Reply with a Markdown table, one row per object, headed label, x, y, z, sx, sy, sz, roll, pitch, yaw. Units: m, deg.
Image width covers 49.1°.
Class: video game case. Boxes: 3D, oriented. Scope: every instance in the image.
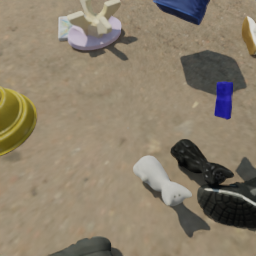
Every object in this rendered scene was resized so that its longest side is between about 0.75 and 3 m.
| label | x | y | z | sx | sy | sz | roll | pitch | yaw |
| --- | --- | --- | --- | --- | --- | --- | --- | --- | --- |
| video game case | -2.177 | -4.180 | 11.614 | 1.379 | 0.166 | 1.513 | -7 | 54 | -5 |

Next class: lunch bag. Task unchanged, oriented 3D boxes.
| label | x | y | z | sx | sy | sz | roll | pitch | yaw |
| --- | --- | --- | --- | --- | --- | --- | --- | --- | --- |
| lunch bag | 1.764 | -4.136 | 8.356 | 1.528 | 1.488 | 2.249 | 25 | 18 | 7 |

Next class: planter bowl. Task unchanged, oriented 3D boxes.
| label | x | y | z | sx | sy | sz | roll | pitch | yaw |
| --- | --- | --- | --- | --- | --- | --- | --- | --- | --- |
| planter bowl | -4.196 | -0.491 | 8.281 | 2.666 | 1.110 | 2.666 | 0 | 54 | 0 |

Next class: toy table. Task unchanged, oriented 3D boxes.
| label | x | y | z | sx | sy | sz | roll | pitch | yaw |
| --- | --- | --- | --- | --- | --- | --- | --- | --- | --- |
| toy table | -1.251 | -4.030 | 10.617 | 2.259 | 1.323 | 2.077 | -40 | 76 | -22 |

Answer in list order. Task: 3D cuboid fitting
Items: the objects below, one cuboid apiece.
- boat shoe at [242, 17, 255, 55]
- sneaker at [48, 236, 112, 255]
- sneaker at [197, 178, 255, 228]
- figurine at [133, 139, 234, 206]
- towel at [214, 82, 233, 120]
| label | x | y | z | sx | sy | sz | roll | pitch | yaw |
| --- | --- | --- | --- | --- | --- | --- | --- | --- | --- |
| boat shoe | 4.934 | -3.586 | 10.909 | 0.642 | 0.656 | 1.853 | -1 | 62 | -1 |
| sneaker | -1.625 | 3.138 | 5.586 | 2.895 | 1.091 | 1.147 | -15 | 57 | -10 |
| sneaker | 3.051 | 1.726 | 6.874 | 2.734 | 1.035 | 1.197 | 13 | 39 | 5 |
| figurine | 1.276 | 1.110 | 6.769 | 1.834 | 0.790 | 1.789 | -22 | 23 | -15 |
| towel | 2.102 | -0.615 | 6.207 | 0.202 | 0.603 | 0.817 | -1 | 98 | -3 |
